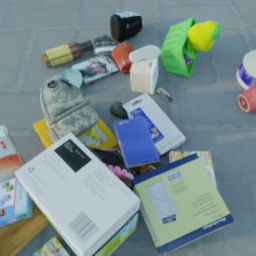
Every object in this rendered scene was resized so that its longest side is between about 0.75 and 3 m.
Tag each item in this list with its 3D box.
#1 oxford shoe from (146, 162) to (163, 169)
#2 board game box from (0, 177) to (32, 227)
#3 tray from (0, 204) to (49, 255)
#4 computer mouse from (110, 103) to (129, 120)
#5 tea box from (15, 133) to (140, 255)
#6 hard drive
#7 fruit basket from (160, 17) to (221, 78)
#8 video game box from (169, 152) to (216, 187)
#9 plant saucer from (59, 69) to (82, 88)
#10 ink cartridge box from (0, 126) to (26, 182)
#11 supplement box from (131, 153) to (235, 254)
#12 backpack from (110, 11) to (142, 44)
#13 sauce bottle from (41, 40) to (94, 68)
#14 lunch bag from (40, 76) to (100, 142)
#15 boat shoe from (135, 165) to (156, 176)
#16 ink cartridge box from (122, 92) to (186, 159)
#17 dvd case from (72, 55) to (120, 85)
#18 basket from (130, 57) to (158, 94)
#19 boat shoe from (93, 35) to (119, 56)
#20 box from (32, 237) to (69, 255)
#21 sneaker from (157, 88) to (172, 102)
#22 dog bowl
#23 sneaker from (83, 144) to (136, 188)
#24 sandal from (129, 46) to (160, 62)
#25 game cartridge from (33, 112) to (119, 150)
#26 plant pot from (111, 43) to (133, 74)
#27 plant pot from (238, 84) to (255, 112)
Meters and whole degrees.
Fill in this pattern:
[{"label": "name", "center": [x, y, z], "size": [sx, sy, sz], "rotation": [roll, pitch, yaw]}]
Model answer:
[{"label": "oxford shoe", "center": [1.103, 1.600, 10.546], "size": [0.540, 0.465, 1.280], "rotation": [-37, 51, -19]}, {"label": "board game box", "center": [-4.356, 2.580, 9.545], "size": [2.107, 0.386, 1.594], "rotation": [-17, 46, -3]}, {"label": "tray", "center": [-3.829, 3.515, 9.204], "size": [1.085, 0.407, 2.200], "rotation": [37, 63, 23]}, {"label": "computer mouse", "center": [-0.095, -0.712, 12.171], "size": [1.557, 0.411, 1.078], "rotation": [24, 59, 16]}, {"label": "tea box", "center": [-1.404, 2.315, 8.488], "size": [1.987, 2.925, 2.974], "rotation": [-39, 63, -24]}, {"label": "hard drive", "center": [0.292, 0.508, 10.604], "size": [1.273, 0.245, 1.930], "rotation": [-9, 58, -16]}, {"label": "fruit basket", "center": [3.128, -3.968, 13.305], "size": [2.871, 2.071, 2.871], "rotation": [-13, 46, 14]}, {"label": "video game box", "center": [2.389, 1.697, 10.482], "size": [1.566, 0.402, 1.719], "rotation": [1, 56, -2]}, {"label": "plant saucer", "center": [-2.708, -2.098, 13.030], "size": [1.343, 0.241, 1.343], "rotation": [-6, 71, 16]}, {"label": "ink cartridge box", "center": [-5.140, 1.275, 9.653], "size": [2.695, 2.185, 0.676], "rotation": [-24, 46, -16]}, {"label": "supplement box", "center": [1.585, 2.429, 8.942], "size": [2.312, 1.552, 2.309], "rotation": [-21, 67, -9]}, {"label": "backpack", "center": [-0.075, -5.476, 14.928], "size": [1.897, 1.548, 1.459], "rotation": [-22, 44, -22]}, {"label": "sauce bottle", "center": [-3.007, -3.771, 14.094], "size": [2.585, 0.853, 0.853], "rotation": [-22, 58, -18]}, {"label": "lunch bag", "center": [-2.244, -0.602, 9.979], "size": [1.683, 2.415, 2.025], "rotation": [-34, 92, -15]}, {"label": "boat shoe", "center": [0.673, 1.630, 10.165], "size": [0.414, 1.224, 0.441], "rotation": [-40, 106, -26]}, {"label": "ink cartridge box", "center": [1.000, -0.171, 11.558], "size": [1.296, 0.508, 2.738], "rotation": [-30, 69, -19]}, {"label": "dvd case", "center": [-1.571, -2.894, 13.759], "size": [1.928, 0.212, 1.407], "rotation": [-26, 58, -24]}, {"label": "basket", "center": [0.764, -2.467, 12.885], "size": [1.082, 1.345, 1.333], "rotation": [7, 55, 12]}, {"label": "boat shoe", "center": [-0.769, -4.249, 14.209], "size": [1.979, 0.700, 0.899], "rotation": [-8, 82, -16]}, {"label": "box", "center": [-2.269, 4.286, 8.730], "size": [0.983, 0.271, 1.440], "rotation": [-37, 63, -23]}, {"label": "sneaker", "center": [1.756, -1.575, 12.859], "size": [0.832, 0.312, 0.481], "rotation": [42, 42, 9]}, {"label": "dog bowl", "center": [6.421, -2.611, 13.210], "size": [2.293, 0.903, 2.293], "rotation": [0, 55, 0]}, {"label": "sneaker", "center": [-0.824, 1.167, 10.375], "size": [2.577, 1.018, 1.229], "rotation": [29, 49, -6]}, {"label": "sandal", "center": [0.725, -3.318, 12.485], "size": [1.414, 0.575, 0.347], "rotation": [-11, 12, -2]}, {"label": "game cartridge", "center": [-2.130, 0.300, 11.392], "size": [2.493, 0.459, 2.828], "rotation": [-31, 63, -19]}, {"label": "plant pot", "center": [-0.113, -3.305, 13.644], "size": [1.149, 1.149, 1.117], "rotation": [-16, 65, -11]}, {"label": "plant pot", "center": [5.464, -1.267, 12.197], "size": [1.030, 1.165, 1.165], "rotation": [-24, 57, -3]}]
